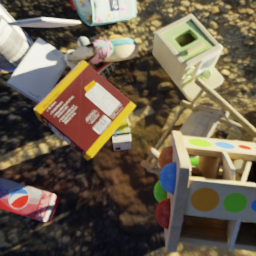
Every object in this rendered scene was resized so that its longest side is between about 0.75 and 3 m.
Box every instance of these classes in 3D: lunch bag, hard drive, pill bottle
[{"bbox_3d":[-0.986,-5.125,10.696,2.113,1.513,2.481,-22,84,-32],"label":"lunch bag"},{"bbox_3d":[-3.171,-2.036,10.070,1.364,0.276,2.067,33,70,-19],"label":"hard drive"},{"bbox_3d":[-4.601,-3.254,9.289,1.669,2.933,1.669,-4,71,12],"label":"pill bottle"}]

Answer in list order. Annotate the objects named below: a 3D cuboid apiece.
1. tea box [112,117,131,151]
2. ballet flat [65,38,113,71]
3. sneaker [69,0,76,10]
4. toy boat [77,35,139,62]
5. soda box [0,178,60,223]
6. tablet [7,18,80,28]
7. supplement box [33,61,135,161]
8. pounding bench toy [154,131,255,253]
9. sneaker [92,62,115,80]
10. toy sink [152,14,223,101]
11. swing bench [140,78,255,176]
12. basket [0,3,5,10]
[{"bbox_3d":[-0.248,0.195,9.202,0.592,0.886,0.872,-8,69,-3],"label":"tea box"},{"bbox_3d":[-1.525,-2.384,9.369,0.898,2.522,0.872,-5,87,-39],"label":"ballet flat"},{"bbox_3d":[-1.929,-5.964,11.528,1.347,0.913,2.331,-14,71,-2],"label":"sneaker"},{"bbox_3d":[-0.812,-2.866,10.041,2.231,1.875,1.037,-3,104,21],"label":"toy boat"},{"bbox_3d":[-3.508,2.079,8.465,2.639,0.924,0.837,16,70,6],"label":"soda box"},{"bbox_3d":[-1.947,-2.480,6.670,1.014,1.559,0.106,3,107,22],"label":"tablet"},{"bbox_3d":[-1.219,-0.426,7.921,1.923,1.277,1.897,41,75,-3],"label":"supplement box"},{"bbox_3d":[1.768,1.100,6.271,2.310,2.962,1.840,6,109,3],"label":"pounding bench toy"},{"bbox_3d":[-1.221,-2.003,10.202,1.633,0.629,0.694,-36,68,-13],"label":"sneaker"},{"bbox_3d":[2.233,-2.508,9.956,1.612,1.385,2.473,-29,72,-10],"label":"toy sink"},{"bbox_3d":[2.402,0.616,8.590,2.878,1.867,2.863,34,72,6],"label":"swing bench"},{"bbox_3d":[-6.046,-4.519,10.317,2.545,1.770,2.244,42,112,1],"label":"basket"}]
